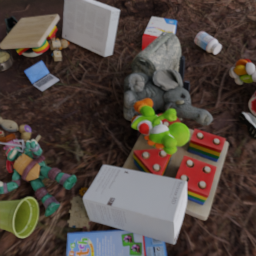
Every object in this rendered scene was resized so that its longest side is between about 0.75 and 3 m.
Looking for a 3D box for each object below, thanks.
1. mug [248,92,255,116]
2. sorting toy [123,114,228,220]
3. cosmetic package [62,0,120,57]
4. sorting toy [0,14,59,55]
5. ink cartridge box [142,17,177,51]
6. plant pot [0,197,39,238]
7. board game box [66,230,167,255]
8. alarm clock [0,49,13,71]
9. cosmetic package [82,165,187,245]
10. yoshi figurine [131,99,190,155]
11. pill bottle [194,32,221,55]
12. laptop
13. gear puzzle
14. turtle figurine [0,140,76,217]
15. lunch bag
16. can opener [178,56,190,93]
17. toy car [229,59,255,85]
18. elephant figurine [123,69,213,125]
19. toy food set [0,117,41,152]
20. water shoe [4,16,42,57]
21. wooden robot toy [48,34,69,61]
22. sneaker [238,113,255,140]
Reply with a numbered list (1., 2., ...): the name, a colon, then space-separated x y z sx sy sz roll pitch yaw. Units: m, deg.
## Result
1. mug: 5.690 -1.227 10.397 1.830 1.375 2.061 34 62 27
2. sorting toy: 1.516 0.900 8.852 2.875 1.007 2.893 19 54 15
3. cosmetic package: -1.772 -4.674 12.681 2.678 2.019 0.692 30 35 22
4. sorting toy: -4.049 -3.882 11.918 1.992 0.693 1.980 4 54 21
5. ink cartridge box: 1.436 -4.263 13.207 1.281 0.741 2.205 13 53 11
6. plant pot: -3.180 2.409 7.692 0.969 1.054 1.054 0 49 18
7. board game box: -0.277 3.586 7.025 2.561 0.469 1.937 -3 51 -2
8. alarm clock: -5.593 -3.049 12.377 1.055 0.520 1.564 4 53 4
9. cosmetic package: 0.230 1.980 7.549 2.495 1.012 1.408 5 38 21
10. yoshi figurine: 1.006 -0.010 8.302 1.236 1.240 2.207 -46 39 6
11. pill bottle: 3.713 -3.919 12.995 0.645 0.645 1.187 -29 57 -21
12. laptop: -3.568 -2.149 11.614 0.989 0.573 0.926 34 59 24
13. gear puzzle: -1.383 2.329 8.223 0.650 0.164 1.255 7 52 -7
14. turtle figurine: -2.940 1.218 8.231 2.719 2.036 1.369 33 15 12
15. lunch bag: 1.156 -2.591 11.164 1.503 1.809 2.157 30 57 22
16. can opener: 2.092 -2.040 10.929 0.608 1.547 0.490 -3 28 6
17. toy car: 4.685 -2.290 11.184 0.969 1.107 0.830 -7 56 49
18. elephant figurine: 1.284 -1.050 10.012 2.881 2.039 2.235 1 80 -1
19. toy food set: -4.130 0.248 9.844 1.892 0.298 1.202 18 53 14
20. water shoe: -4.955 -4.230 12.968 0.954 1.053 2.668 -38 61 -24
21. wooden robot toy: -3.163 -3.942 12.963 0.907 0.881 2.000 -8 51 -20
22. sneaker: 4.496 -0.098 10.035 0.501 0.467 1.264 -8 51 -13
